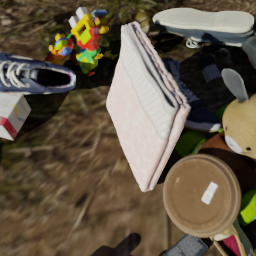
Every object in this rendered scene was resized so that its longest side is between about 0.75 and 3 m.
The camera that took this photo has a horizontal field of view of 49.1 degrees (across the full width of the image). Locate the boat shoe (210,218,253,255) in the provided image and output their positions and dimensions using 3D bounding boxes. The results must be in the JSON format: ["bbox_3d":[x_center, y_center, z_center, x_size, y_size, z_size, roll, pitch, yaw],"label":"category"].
[{"bbox_3d":[1.715,1.841,5.067,1.539,0.570,0.511,53,34,2],"label":"boat shoe"}]

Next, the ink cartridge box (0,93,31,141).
[{"bbox_3d":[-3.019,-0.348,6.901,0.719,0.715,0.989,14,61,10],"label":"ink cartridge box"}]

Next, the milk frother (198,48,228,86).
[{"bbox_3d":[2.421,-1.672,7.656,0.695,0.770,0.724,-11,71,-22],"label":"milk frother"}]

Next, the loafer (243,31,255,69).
[{"bbox_3d":[3.599,-2.136,7.764,0.799,0.773,2.275,22,38,5],"label":"loafer"}]

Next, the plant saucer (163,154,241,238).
[{"bbox_3d":[1.241,1.184,5.022,1.474,0.217,1.474,-11,70,34],"label":"plant saucer"}]

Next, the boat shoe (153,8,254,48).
[{"bbox_3d":[2.212,-3.027,8.546,2.966,0.917,1.110,9,55,18],"label":"boat shoe"}]

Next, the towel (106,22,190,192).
[{"bbox_3d":[0.188,-0.409,5.814,0.426,2.527,2.645,-7,51,-20],"label":"towel"}]

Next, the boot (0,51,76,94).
[{"bbox_3d":[-2.649,-1.277,6.337,2.817,1.025,1.273,-3,9,-34],"label":"boot"}]

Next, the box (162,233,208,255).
[{"bbox_3d":[0.982,2.367,5.115,0.816,0.606,0.437,-32,58,-21],"label":"box"}]

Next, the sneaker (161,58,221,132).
[{"bbox_3d":[1.187,-0.855,6.485,2.344,1.271,0.821,29,25,32],"label":"sneaker"}]

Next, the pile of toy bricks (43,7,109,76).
[{"bbox_3d":[-1.177,-1.980,7.391,1.344,2.422,1.196,-25,90,-43],"label":"pile of toy bricks"}]

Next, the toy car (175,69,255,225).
[{"bbox_3d":[2.157,0.186,5.200,2.082,2.639,2.168,-34,58,-7],"label":"toy car"}]
